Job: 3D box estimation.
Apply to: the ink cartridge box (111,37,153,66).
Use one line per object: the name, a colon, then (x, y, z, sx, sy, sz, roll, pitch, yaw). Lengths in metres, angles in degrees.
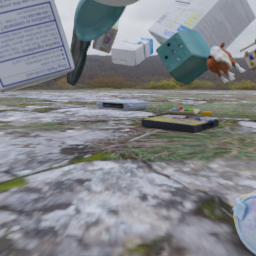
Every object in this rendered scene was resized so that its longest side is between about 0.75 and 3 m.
ink cartridge box: (0.191, -3.140, 11.385, 1.127, 0.661, 1.539, 14, 37, 27)

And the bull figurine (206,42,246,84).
bull figurine: (1.418, -0.959, 4.207, 0.303, 0.564, 0.929, -42, -1, 11)

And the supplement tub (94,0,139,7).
supplement tub: (-0.086, -3.053, 4.146, 1.407, 2.005, 1.407, 13, -14, 3)

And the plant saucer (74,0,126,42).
plant saucer: (-0.674, -2.754, 6.476, 0.294, 1.638, 1.638, 47, 25, 12)

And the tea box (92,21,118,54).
tea box: (-0.697, -2.948, 8.677, 0.577, 0.863, 0.849, 14, 45, -15)

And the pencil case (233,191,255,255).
pencil case: (1.459, 0.681, 2.317, 1.244, 0.517, 0.564, -5, 9, -29)

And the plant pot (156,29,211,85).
plant pot: (1.283, -1.686, 6.497, 0.964, 0.964, 1.364, -36, -12, 28)

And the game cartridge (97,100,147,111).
game cartridge: (-0.247, -1.134, 13.691, 2.242, 0.454, 1.495, 9, 16, 41)

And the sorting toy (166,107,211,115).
sorting toy: (2.589, -0.726, 11.671, 1.742, 0.233, 1.298, 4, 10, 23)

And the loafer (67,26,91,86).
loafer: (-1.616, -2.264, 8.667, 0.593, 1.884, 0.677, 24, 22, 1)

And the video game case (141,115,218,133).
video game case: (1.540, -0.151, 8.272, 1.726, 0.220, 1.560, 9, 13, 38)

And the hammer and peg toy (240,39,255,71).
hammer and peg toy: (3.509, -2.005, 7.624, 0.692, 0.332, 0.941, -25, 40, 23)

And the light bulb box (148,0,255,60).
light bulb box: (2.228, -3.307, 8.959, 1.431, 2.293, 2.273, 39, 10, -33)

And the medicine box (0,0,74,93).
medicine box: (-2.001, -2.090, 5.137, 1.290, 2.506, 2.282, -18, 16, -9)
